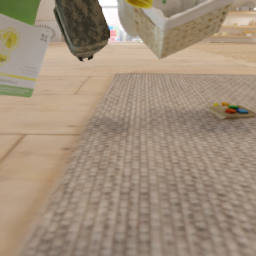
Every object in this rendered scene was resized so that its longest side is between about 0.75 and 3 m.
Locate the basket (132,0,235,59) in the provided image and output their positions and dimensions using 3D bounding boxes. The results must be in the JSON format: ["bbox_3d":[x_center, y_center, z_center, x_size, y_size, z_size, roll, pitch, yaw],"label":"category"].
[{"bbox_3d":[1.695,-3.733,9.000,2.808,1.732,1.903,-28,64,-13],"label":"basket"}]

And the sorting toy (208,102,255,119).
[{"bbox_3d":[3.481,-0.687,9.812,1.202,0.216,1.614,-5,21,-12],"label":"sorting toy"}]

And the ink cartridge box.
[{"bbox_3d":[-1.569,-1.370,3.390,0.459,1.913,1.392,30,15,26],"label":"ink cartridge box"}]

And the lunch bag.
[{"bbox_3d":[-1.430,-3.124,8.554,1.307,1.875,1.573,-22,5,-11],"label":"lunch bag"}]

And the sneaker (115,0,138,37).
[{"bbox_3d":[0.175,-4.162,9.499,1.009,2.281,0.858,4,47,28],"label":"sneaker"}]

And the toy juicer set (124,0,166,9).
[{"bbox_3d":[-0.257,-2.342,4.061,2.464,0.671,1.568,9,10,-38],"label":"toy juicer set"}]
